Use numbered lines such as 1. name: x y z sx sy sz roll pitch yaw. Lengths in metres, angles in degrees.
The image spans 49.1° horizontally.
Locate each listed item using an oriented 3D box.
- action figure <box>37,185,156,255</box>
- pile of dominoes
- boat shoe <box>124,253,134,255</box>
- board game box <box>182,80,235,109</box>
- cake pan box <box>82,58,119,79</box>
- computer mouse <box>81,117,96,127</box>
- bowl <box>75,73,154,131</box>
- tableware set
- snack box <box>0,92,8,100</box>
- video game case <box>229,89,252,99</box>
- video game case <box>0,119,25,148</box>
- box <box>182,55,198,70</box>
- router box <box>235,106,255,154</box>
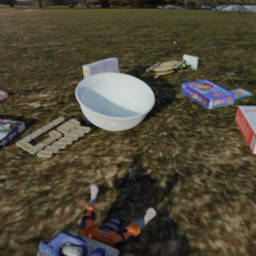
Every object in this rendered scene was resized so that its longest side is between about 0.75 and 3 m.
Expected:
1. action figure: -0.296 2.593 5.405 2.638 1.380 2.552 29 42 4
2. pile of dominoes: -2.587 0.400 10.015 1.689 0.345 2.167 22 44 35
3. boat shoe: 0.217 2.855 5.346 0.361 0.402 1.086 -19 34 -40
4. board game box: 3.743 -1.632 13.277 1.432 0.477 2.131 -12 31 -20
5. cake pan box: -1.131 -2.196 12.953 0.500 1.759 1.910 17 34 39
6. computer mouse: -1.086 -0.237 11.009 1.624 0.276 0.476 5 29 8
7. bowl: -0.541 -0.805 10.685 2.917 1.311 2.917 6 40 -5
8. tableware set: 2.324 -3.483 16.580 1.802 0.546 2.726 -1 21 23
9. snack box: -6.377 -1.361 13.112 0.506 0.171 1.408 19 35 31
10. video game case: 5.405 -1.682 13.773 1.061 0.094 0.759 -13 32 -22
11. video game case: -5.031 0.164 10.226 1.809 0.324 1.639 7 30 13
12. box: 3.864 -4.098 17.456 0.179 0.712 0.986 -25 37 -38
13. router box: 5.580 0.062 10.049 2.732 0.667 2.452 3 29 5
